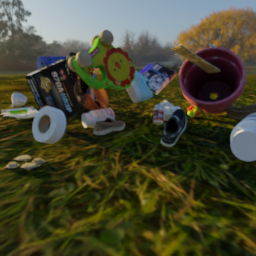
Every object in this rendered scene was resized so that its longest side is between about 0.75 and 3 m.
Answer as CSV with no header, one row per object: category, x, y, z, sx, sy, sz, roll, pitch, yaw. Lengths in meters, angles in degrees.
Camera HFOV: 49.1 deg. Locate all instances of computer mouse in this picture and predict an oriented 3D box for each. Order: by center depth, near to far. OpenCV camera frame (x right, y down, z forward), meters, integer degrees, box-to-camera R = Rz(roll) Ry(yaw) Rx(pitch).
computer mouse,-1.219,-2.495,11.136,2.430,1.333,0.533,-11,-17,-10

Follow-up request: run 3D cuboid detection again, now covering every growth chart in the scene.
growth chart,-5.093,-0.717,13.683,1.828,0.224,2.526,-12,18,-37

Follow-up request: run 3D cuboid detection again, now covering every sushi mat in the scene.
sushi mat,2.914,-2.924,12.045,2.139,0.129,1.023,26,-1,-18

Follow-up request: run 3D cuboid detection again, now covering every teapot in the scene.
teapot,-6.344,-1.560,16.171,0.909,0.664,0.897,10,34,-44

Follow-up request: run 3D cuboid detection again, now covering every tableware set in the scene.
tableware set,-2.698,0.922,7.396,0.977,0.113,0.816,5,15,17

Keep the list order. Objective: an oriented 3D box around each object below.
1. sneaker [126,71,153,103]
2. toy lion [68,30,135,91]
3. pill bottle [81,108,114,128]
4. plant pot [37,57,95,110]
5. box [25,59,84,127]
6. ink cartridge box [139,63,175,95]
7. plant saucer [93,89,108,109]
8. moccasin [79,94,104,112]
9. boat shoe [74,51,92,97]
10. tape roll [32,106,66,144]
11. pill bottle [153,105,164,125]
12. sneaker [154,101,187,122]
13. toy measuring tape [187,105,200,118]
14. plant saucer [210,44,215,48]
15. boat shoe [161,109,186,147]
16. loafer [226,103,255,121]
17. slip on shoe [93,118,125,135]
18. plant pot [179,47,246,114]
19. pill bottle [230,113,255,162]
sneaker,0.354,-1.963,11.785,0.949,0.856,2.317,-8,57,-19
toy lion,-0.724,-2.170,10.004,0.770,2.150,2.243,-11,35,48
pill bottle,-1.218,-0.387,11.293,1.200,0.680,0.680,-12,19,-30
plant pot,-3.196,-2.301,14.975,2.781,2.781,2.501,-7,21,-30
box,-2.817,-1.379,11.135,0.507,2.204,1.752,8,35,42
ink cartridge box,1.171,-2.462,13.393,1.612,0.350,1.597,31,61,25
plant saucer,-1.068,-1.294,11.191,0.200,1.069,1.069,-27,23,-17
moccasin,-1.398,-0.877,12.011,0.684,0.722,1.871,33,-6,36
boat shoe,-1.563,-1.960,10.132,0.599,1.702,0.599,5,-2,-27
tape roll,-2.066,-0.064,7.295,0.956,0.956,0.335,10,-5,36
pill bottle,1.239,-0.543,11.352,0.412,0.753,0.412,6,-15,2
sneaker,1.859,-0.568,12.301,0.776,0.735,1.921,-31,29,-13
toy measuring tape,3.104,-0.817,13.463,0.603,0.603,1.640,1,9,5
plant saucer,4.327,-3.510,13.753,0.260,1.348,1.348,-14,8,24
boat shoe,1.484,-0.125,8.817,0.588,0.553,1.637,14,44,20
loafer,5.552,-0.720,12.372,0.944,0.837,2.483,-12,18,-39
slip on shoe,-0.696,-0.142,10.758,0.636,0.507,1.673,11,18,37
plant pot,3.950,-1.890,13.003,2.782,2.782,2.490,6,-16,24
pill bottle,3.555,0.265,7.910,1.118,1.118,2.012,9,17,32
